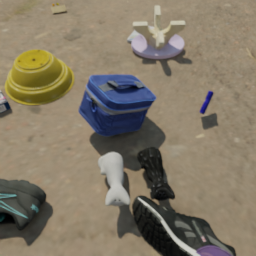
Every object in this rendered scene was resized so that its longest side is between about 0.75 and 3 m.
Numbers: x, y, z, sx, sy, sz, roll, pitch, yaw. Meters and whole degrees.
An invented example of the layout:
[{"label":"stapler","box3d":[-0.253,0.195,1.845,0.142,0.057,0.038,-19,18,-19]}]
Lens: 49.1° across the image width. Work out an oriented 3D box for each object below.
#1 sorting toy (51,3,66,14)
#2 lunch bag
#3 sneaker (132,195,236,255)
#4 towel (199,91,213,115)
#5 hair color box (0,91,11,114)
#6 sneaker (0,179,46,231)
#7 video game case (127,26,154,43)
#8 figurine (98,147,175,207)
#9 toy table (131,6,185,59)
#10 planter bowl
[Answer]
[{"label":"sorting toy","box3d":[-3.686,-6.305,14.772,0.736,0.132,0.988,-17,51,-8]},{"label":"lunch bag","box3d":[-0.368,-0.836,8.581,2.249,1.488,1.528,-12,48,-46]},{"label":"sneaker","box3d":[1.316,2.560,6.825,2.734,1.035,1.197,40,45,25]},{"label":"towel","box3d":[2.611,-0.850,9.392,0.202,0.603,0.817,24,99,17]},{"label":"hair color box","box3d":[-4.872,-1.076,10.107,0.691,0.418,1.382,-31,56,-23]},{"label":"sneaker","box3d":[-3.660,1.791,7.236,2.895,1.091,1.147,10,52,9]},{"label":"video game case","box3d":[0.871,-4.262,12.984,1.379,0.166,1.513,18,52,15]},{"label":"figurine","box3d":[0.174,1.367,7.450,1.834,0.790,1.789,-7,31,-6]},{"label":"toy table","box3d":[1.279,-3.886,11.732,2.259,1.323,2.077,-12,64,-6]},{"label":"planter bowl","box3d":[-3.458,-2.172,10.597,2.666,1.110,2.666,0,50,0]}]
